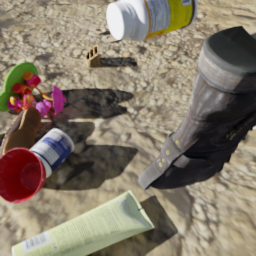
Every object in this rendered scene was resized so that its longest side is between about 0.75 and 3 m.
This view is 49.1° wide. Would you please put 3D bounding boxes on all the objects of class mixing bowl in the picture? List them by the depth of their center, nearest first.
[{"bbox_3d":[-1.685,0.787,4.614,0.867,0.470,0.867,-3,79,13],"label":"mixing bowl"}]

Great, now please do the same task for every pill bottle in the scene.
[{"bbox_3d":[0.574,-2.803,6.834,2.081,1.137,1.137,-22,47,-22],"label":"pill bottle"},{"bbox_3d":[-2.150,0.774,7.241,0.816,0.816,1.469,21,48,21],"label":"pill bottle"}]

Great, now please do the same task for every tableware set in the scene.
[{"bbox_3d":[-0.763,-4.674,13.552,1.538,0.214,1.841,32,52,30],"label":"tableware set"}]

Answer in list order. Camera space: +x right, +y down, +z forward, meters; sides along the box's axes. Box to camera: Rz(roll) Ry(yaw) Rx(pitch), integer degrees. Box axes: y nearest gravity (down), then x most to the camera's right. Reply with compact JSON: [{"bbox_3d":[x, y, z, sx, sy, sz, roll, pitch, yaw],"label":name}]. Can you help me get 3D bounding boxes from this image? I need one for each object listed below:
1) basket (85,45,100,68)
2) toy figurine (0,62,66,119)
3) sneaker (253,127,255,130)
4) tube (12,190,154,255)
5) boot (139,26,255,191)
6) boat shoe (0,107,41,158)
[{"bbox_3d":[-1.458,-2.917,11.365,0.591,0.617,0.828,-4,44,-5],"label":"basket"},{"bbox_3d":[-2.933,-0.919,8.938,1.758,1.434,1.911,29,72,16],"label":"toy figurine"},{"bbox_3d":[3.152,-1.032,5.530,1.118,2.728,1.008,-36,81,-36],"label":"sneaker"},{"bbox_3d":[-0.889,2.234,5.838,2.786,0.723,0.808,-19,88,-23],"label":"tube"},{"bbox_3d":[1.493,-0.161,3.705,2.651,2.308,0.918,-11,52,-22],"label":"boot"},{"bbox_3d":[-3.064,0.326,7.874,0.760,0.761,2.163,-28,32,27],"label":"boat shoe"}]
